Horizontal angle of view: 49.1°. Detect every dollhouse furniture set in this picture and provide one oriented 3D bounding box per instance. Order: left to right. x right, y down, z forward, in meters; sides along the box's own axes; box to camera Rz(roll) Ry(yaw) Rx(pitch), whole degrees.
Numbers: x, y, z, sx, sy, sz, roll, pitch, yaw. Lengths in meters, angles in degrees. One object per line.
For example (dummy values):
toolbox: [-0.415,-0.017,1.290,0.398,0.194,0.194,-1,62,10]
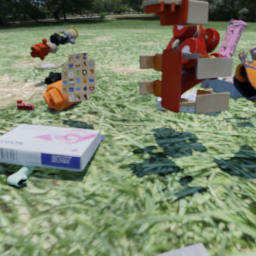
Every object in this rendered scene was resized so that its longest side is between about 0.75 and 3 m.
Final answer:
dollhouse furniture set: [1.124,-1.762,7.165,1.420,2.726,2.756,-9,19,-24]
dollhouse furniture set: [4.952,-2.641,10.549,1.078,0.745,1.141,-23,16,3]

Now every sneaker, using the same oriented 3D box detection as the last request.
sneaker: [-2.909,1.361,7.969,0.518,0.323,0.879,12,37,35]
sneaker: [3.754,-1.764,7.703,1.461,1.012,2.608,15,62,1]

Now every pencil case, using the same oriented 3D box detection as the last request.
pencil case: [4.234,-3.528,11.629,0.796,1.839,0.761,26,-3,-41]

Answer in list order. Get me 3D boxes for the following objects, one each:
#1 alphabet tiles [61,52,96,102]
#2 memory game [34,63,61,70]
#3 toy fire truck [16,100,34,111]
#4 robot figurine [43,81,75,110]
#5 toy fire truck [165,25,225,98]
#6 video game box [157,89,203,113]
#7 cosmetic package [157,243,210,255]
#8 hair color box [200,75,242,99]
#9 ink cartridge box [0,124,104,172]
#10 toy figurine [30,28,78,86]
alphabet tiles: [-1.913,-1.925,10.716,1.545,1.857,0.059,-1,0,25]
memory game: [-6.035,-4.651,21.086,2.043,0.130,2.043,0,24,0]
toy fire truck: [-4.885,-1.080,13.282,1.060,0.258,0.747,3,25,7]
robot figurine: [-3.022,-1.627,13.285,1.247,1.538,2.138,28,32,14]
toy fire truck: [1.801,-2.274,9.076,1.409,2.111,2.514,16,58,-33]
video game box: [2.664,-1.413,13.670,2.119,0.544,2.326,5,26,16]
cosmetic package: [0.677,2.688,4.672,1.732,0.781,0.925,-10,26,-13]
hair color box: [5.421,-2.429,15.525,1.309,0.802,2.645,-14,28,-26]
ink cartridge box: [-2.488,0.412,9.254,2.880,0.635,2.934,5,20,6]
toy figurine: [-3.780,-4.026,16.155,2.863,2.908,2.023,-18,15,35]
